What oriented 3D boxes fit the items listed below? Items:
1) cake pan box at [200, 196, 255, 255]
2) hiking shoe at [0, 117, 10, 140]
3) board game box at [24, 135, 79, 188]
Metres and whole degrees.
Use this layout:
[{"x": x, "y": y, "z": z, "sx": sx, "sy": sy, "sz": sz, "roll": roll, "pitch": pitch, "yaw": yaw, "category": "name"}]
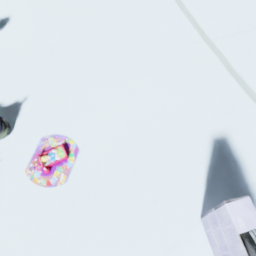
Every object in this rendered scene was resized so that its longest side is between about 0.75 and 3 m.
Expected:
[{"x": 2.743, "y": 3.131, "z": 6.799, "sx": 0.700, "sy": 2.674, "sz": 2.463, "roll": -16, "pitch": 64, "yaw": -7, "category": "cake pan box"}, {"x": -5.311, "y": 0.244, "z": 8.923, "sx": 2.754, "sy": 1.386, "sz": 1.043, "roll": -31, "pitch": 69, "yaw": -14, "category": "hiking shoe"}, {"x": -2.495, "y": 0.998, "z": 9.139, "sx": 1.480, "sy": 0.365, "sz": 1.873, "roll": 16, "pitch": 65, "yaw": 8, "category": "board game box"}]
